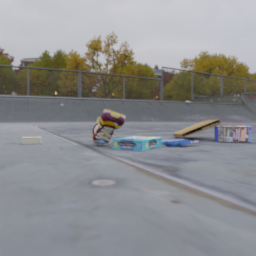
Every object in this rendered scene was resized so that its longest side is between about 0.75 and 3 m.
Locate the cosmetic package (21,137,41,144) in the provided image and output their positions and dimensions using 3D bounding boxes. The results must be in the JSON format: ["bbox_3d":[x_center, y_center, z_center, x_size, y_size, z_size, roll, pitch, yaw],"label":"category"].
[{"bbox_3d":[-3.956,0.515,11.483,0.763,0.279,0.395,-2,3,-17],"label":"cosmetic package"}]

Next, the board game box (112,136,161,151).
[{"bbox_3d":[0.346,0.536,9.971,1.176,0.365,1.557,1,3,30],"label":"board game box"}]

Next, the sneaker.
[{"bbox_3d":[-0.768,0.074,10.172,0.896,1.077,2.390,20,-14,-11],"label":"sneaker"}]

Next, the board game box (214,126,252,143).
[{"bbox_3d":[4.647,0.263,12.490,1.405,0.680,1.120,0,2,9],"label":"board game box"}]

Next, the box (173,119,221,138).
[{"bbox_3d":[3.299,0.051,13.863,1.895,0.247,2.318,-22,0,-1],"label":"box"}]

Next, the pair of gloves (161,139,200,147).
[{"bbox_3d":[1.927,0.585,10.935,1.439,0.204,1.790,-2,2,-13],"label":"pair of gloves"}]
